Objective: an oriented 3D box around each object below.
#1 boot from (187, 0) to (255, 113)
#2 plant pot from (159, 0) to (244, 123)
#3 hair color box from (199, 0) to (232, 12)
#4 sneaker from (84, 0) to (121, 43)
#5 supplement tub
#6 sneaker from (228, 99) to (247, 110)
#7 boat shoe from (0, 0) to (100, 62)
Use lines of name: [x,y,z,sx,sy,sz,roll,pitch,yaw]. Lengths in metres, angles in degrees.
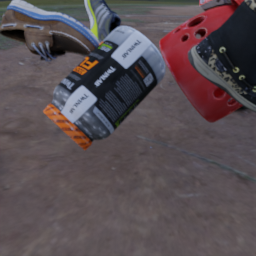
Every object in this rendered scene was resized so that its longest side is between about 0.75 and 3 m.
boot: [1.795,-0.935,3.671,1.663,1.256,0.600,28,42,-15]
plant pot: [2.501,-1.852,7.247,2.463,2.705,2.705,-33,19,25]
hair color box: [3.176,-4.373,9.470,0.733,0.423,1.322,18,-18,-42]
sneaker: [-0.726,-3.608,9.068,0.975,2.408,0.890,-10,-2,30]
supplement tub: [-0.524,-0.841,6.229,2.574,1.577,1.577,-47,46,-10]
sneaker: [4.314,-0.846,11.089,1.201,0.453,0.476,7,41,26]
boat shoe: [-2.021,-2.238,7.071,2.957,1.068,1.070,26,79,24]
